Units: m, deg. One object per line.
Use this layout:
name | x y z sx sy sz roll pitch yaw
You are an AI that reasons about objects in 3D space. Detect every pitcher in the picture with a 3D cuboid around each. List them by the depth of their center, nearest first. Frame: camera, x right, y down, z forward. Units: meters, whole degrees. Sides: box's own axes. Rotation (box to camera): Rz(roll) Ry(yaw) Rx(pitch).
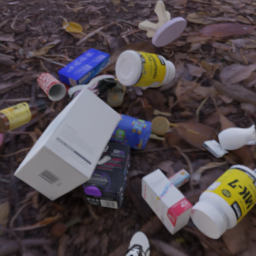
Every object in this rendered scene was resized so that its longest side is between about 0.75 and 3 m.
pitcher | 4.280 0.461 10.838 1.336 1.146 0.810 -15 52 23

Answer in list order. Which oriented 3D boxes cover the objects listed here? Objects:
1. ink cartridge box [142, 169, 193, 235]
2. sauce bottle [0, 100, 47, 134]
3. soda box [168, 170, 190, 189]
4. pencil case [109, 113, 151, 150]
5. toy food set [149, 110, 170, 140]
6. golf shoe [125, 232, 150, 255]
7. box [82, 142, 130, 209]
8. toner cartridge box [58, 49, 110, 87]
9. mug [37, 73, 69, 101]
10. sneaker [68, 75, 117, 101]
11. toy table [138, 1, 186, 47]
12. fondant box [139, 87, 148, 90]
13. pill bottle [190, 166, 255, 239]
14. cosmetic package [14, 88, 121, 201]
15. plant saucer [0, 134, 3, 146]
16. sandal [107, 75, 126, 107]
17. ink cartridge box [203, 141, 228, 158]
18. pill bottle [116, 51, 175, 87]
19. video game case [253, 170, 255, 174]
ink cartridge box | 1.168 2.299 8.787 0.697 1.201 1.627 -26 52 -21
sauce bottle | -4.321 -0.553 11.359 0.863 0.863 2.613 16 24 15
soda box | 1.652 1.887 9.796 1.044 0.332 0.357 -28 52 -23
pencil case | -0.511 0.044 11.046 2.820 1.225 1.100 14 19 12
toy food set | 1.288 -0.080 11.572 0.843 0.245 1.221 13 74 17
golf shoe | 0.244 3.552 7.808 0.644 0.783 1.658 3 37 11
box | -0.666 1.571 9.582 1.217 1.056 1.991 7 47 9
toner cartridge box | -2.210 -3.104 14.454 1.271 0.577 2.675 26 52 22
mug | -3.582 -1.926 13.305 0.908 1.208 1.361 -52 53 3
sneaker | -1.530 -1.541 12.673 2.291 0.920 0.989 -21 67 12
toy table | 1.955 -5.860 16.159 2.583 2.374 1.512 -29 69 -40
fondant box | 0.646 -2.662 14.114 1.137 0.459 1.576 -34 56 -28
pill bottle | 3.069 2.288 8.744 2.256 1.289 1.289 -33 54 -28
cosmetic package | -1.968 0.562 9.206 1.639 2.658 2.666 40 46 -15
plant saucer | -5.894 0.357 10.707 2.030 0.514 2.030 11 61 -21
sandal | -0.576 -1.888 13.227 0.927 0.623 2.309 2 43 2
ink cartridge box | 3.412 0.817 10.954 0.681 0.171 0.784 -5 40 -41
pill bottle | 0.845 -2.506 12.232 2.582 1.437 1.437 -5 39 -43
video game case | 4.789 1.845 8.843 0.223 1.943 1.771 17 38 -33
